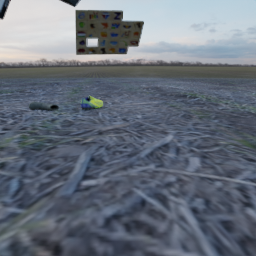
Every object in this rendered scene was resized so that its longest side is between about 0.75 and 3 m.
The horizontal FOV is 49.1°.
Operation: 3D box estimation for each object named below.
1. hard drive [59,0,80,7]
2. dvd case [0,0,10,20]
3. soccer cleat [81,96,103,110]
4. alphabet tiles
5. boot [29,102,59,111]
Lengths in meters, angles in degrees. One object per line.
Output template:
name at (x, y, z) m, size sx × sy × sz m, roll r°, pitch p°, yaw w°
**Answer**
hard drive at (-1.250, -3.843, 7.097) m, size 1.037 × 1.487 × 0.244 m, roll 38°, pitch 2°, yaw 36°
dvd case at (-3.077, -2.936, 5.608) m, size 1.676 × 1.260 × 0.207 m, roll 16°, pitch -7°, yaw 7°
soccer cleat at (-1.452, -1.075, 11.578) m, size 0.425 × 0.550 × 1.314 m, roll 7°, pitch 14°, yaw 30°
alphabet tiles at (-0.415, -2.054, 6.132) m, size 1.452 × 0.055 × 1.214 m, roll -4°, pitch -29°, yaw -12°
boot at (-3.371, -0.837, 11.184) m, size 0.928 × 0.337 × 0.844 m, roll 20°, pitch 24°, yaw 40°
